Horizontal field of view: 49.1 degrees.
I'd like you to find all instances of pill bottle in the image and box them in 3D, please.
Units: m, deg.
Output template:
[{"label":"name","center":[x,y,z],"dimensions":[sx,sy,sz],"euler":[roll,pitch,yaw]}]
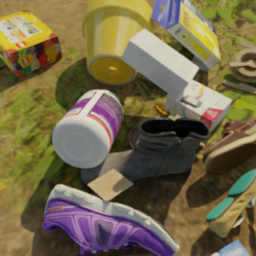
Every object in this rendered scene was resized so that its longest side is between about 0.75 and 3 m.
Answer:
[{"label":"pill bottle","center":[-0.900,-0.122,7.289],"dimensions":[1.355,1.355,2.410],"euler":[9,29,8]}]

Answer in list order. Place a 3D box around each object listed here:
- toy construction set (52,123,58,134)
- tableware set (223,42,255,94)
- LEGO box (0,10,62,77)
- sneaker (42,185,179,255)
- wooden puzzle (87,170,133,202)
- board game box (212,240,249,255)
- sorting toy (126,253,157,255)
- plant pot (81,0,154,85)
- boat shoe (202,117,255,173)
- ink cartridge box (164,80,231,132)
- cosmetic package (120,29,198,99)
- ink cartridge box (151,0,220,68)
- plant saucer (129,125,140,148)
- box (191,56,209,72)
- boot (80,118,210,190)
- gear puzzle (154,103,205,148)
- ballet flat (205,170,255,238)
[{"label":"toy construction set","center":[-1.808,0.063,8.026],"dimensions":[0.611,0.430,0.933],"euler":[7,40,6]},{"label":"tableware set","center":[4.788,-1.892,9.135],"dimensions":[2.820,0.565,1.864],"euler":[23,74,18]},{"label":"LEGO box","center":[-3.913,-3.210,10.370],"dimensions":[1.853,0.960,2.488],"euler":[-31,57,-23]},{"label":"sneaker","center":[-0.421,2.208,5.972],"dimensions":[2.976,1.200,1.241],"euler":[14,72,16]},{"label":"wooden puzzle","center":[-0.394,1.295,6.210],"dimensions":[0.745,0.186,0.804],"euler":[-28,33,-31]},{"label":"board game box","center":[2.173,2.938,5.725],"dimensions":[0.926,0.201,0.921],"euler":[-22,52,-18]},{"label":"sorting toy","center":[0.439,3.180,5.441],"dimensions":[1.851,0.248,1.379],"euler":[0,56,-13]},{"label":"plant pot","center":[-0.415,-2.790,9.292],"dimensions":[2.445,2.445,2.301],"euler":[5,66,4]},{"label":"boat shoe","center":[2.908,0.296,7.490],"dimensions":[2.765,0.998,0.995],"euler":[-23,48,-23]},{"label":"ink cartridge box","center":[2.068,-0.679,8.442],"dimensions":[1.603,0.686,1.183],"euler":[34,58,23]},{"label":"cosmetic package","center":[0.890,-1.806,7.857],"dimensions":[1.949,0.695,0.989],"euler":[37,46,2]},{"label":"ink cartridge box","center":[2.112,-3.751,9.957],"dimensions":[2.699,0.634,2.667],"euler":[36,41,-22]},{"label":"plant saucer","center":[0.418,0.332,7.776],"dimensions":[0.855,0.137,0.855],"euler":[6,69,-16]},{"label":"box","center":[2.725,-2.452,10.263],"dimensions":[0.653,0.173,0.838],"euler":[24,53,18]},{"label":"boot","center":[0.253,0.526,6.575],"dimensions":[2.985,1.965,1.042],"euler":[-9,54,-7]},{"label":"gear puzzle","center":[1.342,-0.073,7.592],"dimensions":[1.749,0.229,0.906],"euler":[36,25,-17]},{"label":"ballet flat","center":[2.458,1.698,6.286],"dimensions":[1.835,0.630,0.578],"euler":[-37,89,-21]}]
